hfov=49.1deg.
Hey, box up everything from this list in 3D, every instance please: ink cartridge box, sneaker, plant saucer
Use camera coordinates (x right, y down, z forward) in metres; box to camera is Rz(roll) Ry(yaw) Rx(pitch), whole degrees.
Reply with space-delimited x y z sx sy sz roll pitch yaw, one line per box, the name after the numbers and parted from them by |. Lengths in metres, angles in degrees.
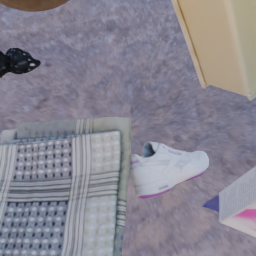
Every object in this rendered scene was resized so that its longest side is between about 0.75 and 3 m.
2.561 1.169 3.024 2.741 2.791 0.604 22 56 2 | ink cartridge box
0.697 0.513 4.448 1.612 0.603 0.803 -15 81 -40 | sneaker
-1.776 -3.397 5.303 2.704 2.704 0.398 -24 60 -9 | plant saucer

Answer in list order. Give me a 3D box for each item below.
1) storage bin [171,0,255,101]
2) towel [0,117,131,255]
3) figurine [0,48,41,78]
2.115 -2.168 4.639 2.391 2.408 1.129 -41 38 -11 | storage bin
-1.086 0.909 3.477 2.220 0.398 2.305 -6 62 21 | towel
-1.778 -0.761 3.261 1.115 1.088 0.480 10 110 18 | figurine
